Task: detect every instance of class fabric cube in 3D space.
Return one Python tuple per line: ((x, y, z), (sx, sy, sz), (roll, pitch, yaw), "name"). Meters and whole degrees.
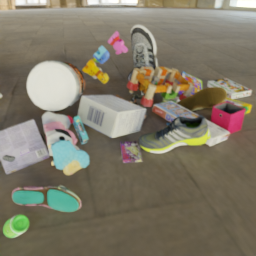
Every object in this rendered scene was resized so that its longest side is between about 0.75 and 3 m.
((3.475, -0.343, 9.854), (0.823, 0.820, 0.807), (-18, 35, -30), "fabric cube")

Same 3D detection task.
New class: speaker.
((-2.211, 1.939, 5.499), (0.365, 0.825, 0.365), (17, 57, -27), "speaker")

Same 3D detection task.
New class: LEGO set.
((-0.996, -2.535, 11.449), (1.069, 2.605, 0.994), (45, 48, -9), "LEGO set")

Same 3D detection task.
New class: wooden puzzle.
((1.854, 0.233, 9.515), (0.947, 0.164, 1.404), (0, 29, -10), "wooden puzzle")

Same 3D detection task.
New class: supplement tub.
((-2.639, -1.665, 10.820), (1.779, 1.779, 2.903), (-2, 13, -3), "supplement tub")

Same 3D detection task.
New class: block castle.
((1.246, -1.546, 11.062), (2.350, 1.102, 1.570), (-8, 44, -33), "block castle")

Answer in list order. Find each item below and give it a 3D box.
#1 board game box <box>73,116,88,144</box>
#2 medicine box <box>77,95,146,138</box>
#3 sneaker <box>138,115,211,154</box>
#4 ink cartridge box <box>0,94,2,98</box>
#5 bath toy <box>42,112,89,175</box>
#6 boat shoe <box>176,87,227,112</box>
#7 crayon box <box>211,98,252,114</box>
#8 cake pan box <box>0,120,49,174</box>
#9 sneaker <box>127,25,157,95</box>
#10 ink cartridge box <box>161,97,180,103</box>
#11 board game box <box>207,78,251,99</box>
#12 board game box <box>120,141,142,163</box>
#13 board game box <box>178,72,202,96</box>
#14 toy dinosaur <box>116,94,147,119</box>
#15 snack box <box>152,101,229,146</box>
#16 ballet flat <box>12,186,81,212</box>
((-1.506, 0.079, 8.831), (0.182, 0.776, 0.586), (-21, -9, -19), "board game box")
((-0.532, -0.452, 9.396), (1.556, 0.879, 1.709), (25, 19, 29), "medicine box")
((1.387, 0.109, 8.628), (2.265, 0.917, 0.837), (-14, 42, 2), "sneaker")
((-6.557, -2.428, 11.248), (0.731, 2.919, 2.349), (-45, 41, -14), "ink cartridge box")
((-1.933, 0.318, 8.358), (1.010, 1.188, 2.732), (-11, 27, -18), "bath toy")
((2.766, -1.045, 10.542), (2.023, 0.741, 0.656), (-15, 1, 37), "boat shoe")
((4.071, -0.870, 11.103), (1.221, 0.356, 1.054), (26, 30, 38), "crayon box")
((-3.018, 0.508, 7.927), (1.301, 0.340, 1.198), (-24, 78, -23), "cake pan box")
((0.583, -2.902, 12.233), (1.096, 2.903, 1.652), (-2, 28, 26), "sneaker")
((1.756, -1.135, 11.900), (0.636, 0.210, 0.874), (17, 32, 27), "ink cartridge box")
((4.668, -1.845, 13.036), (1.095, 0.300, 1.735), (-12, 32, -19), "board game box")
((0.087, 0.729, 8.650), (0.589, 0.159, 0.982), (-7, 30, -3), "board game box")
((2.738, -1.810, 12.328), (1.009, 0.336, 1.501), (25, 38, -7), "board game box")
((0.167, -0.894, 10.813), (1.404, 0.717, 0.953), (49, 44, -2), "toy dinosaur")
((2.133, -0.243, 9.906), (0.980, 0.331, 2.727), (-16, 37, -36), "snack box")
((-1.898, 1.618, 6.725), (1.696, 0.586, 0.603), (3, 11, 7), "ballet flat")
